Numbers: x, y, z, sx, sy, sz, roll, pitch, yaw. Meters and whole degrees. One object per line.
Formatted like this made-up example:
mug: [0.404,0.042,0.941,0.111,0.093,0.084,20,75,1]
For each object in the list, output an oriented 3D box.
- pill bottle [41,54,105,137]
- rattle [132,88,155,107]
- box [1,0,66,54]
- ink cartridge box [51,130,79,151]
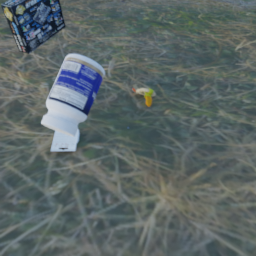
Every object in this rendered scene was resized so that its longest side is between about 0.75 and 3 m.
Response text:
pill bottle: [-1.119,-0.631,5.629,0.865,0.865,1.495,18,81,21]
rattle: [0.509,-1.134,10.357,0.934,0.668,0.608,6,5,31]
box: [-2.874,-3.494,8.836,0.443,1.530,1.925,21,53,23]
ink cartridge box: [-1.888,0.421,8.431,0.736,0.258,0.906,-1,47,-1]
